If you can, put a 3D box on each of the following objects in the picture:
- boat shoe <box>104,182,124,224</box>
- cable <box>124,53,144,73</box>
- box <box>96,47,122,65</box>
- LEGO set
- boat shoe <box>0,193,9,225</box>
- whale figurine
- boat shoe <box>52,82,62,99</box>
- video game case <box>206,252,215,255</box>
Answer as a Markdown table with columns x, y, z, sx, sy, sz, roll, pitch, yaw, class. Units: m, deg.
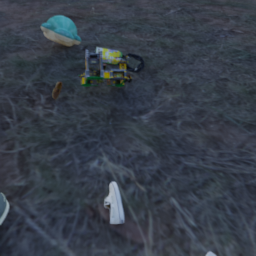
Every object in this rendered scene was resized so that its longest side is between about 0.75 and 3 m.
| x | y | z | sx | sy | sz | roll | pitch | yaw | class |
| --- | --- | --- | --- | --- | --- | --- | --- | --- | --- |
| -0.419 | 1.935 | 7.267 | 0.429 | 0.436 | 1.229 | -5 | 44 | -11 | boat shoe |
| 0.248 | -3.132 | 13.269 | 1.000 | 0.311 | 1.226 | -9 | 57 | 0 | cable |
| -0.980 | -3.672 | 14.375 | 1.362 | 0.329 | 0.799 | 6 | 53 | -10 | box |
| -0.998 | -2.531 | 11.713 | 2.242 | 1.299 | 1.724 | -2 | -7 | -5 | LEGO set |
| -3.600 | 2.476 | 6.133 | 1.051 | 0.891 | 2.886 | 4 | 37 | 5 | boat shoe |
| -3.588 | -5.359 | 15.359 | 2.244 | 1.464 | 2.821 | 17 | 13 | -22 | whale figurine |
| -2.912 | -1.553 | 11.529 | 0.276 | 0.768 | 0.259 | 21 | -11 | -23 | boat shoe |
| 1.711 | 3.709 | 5.042 | 2.274 | 0.250 | 2.073 | -30 | 47 | -33 | video game case |
